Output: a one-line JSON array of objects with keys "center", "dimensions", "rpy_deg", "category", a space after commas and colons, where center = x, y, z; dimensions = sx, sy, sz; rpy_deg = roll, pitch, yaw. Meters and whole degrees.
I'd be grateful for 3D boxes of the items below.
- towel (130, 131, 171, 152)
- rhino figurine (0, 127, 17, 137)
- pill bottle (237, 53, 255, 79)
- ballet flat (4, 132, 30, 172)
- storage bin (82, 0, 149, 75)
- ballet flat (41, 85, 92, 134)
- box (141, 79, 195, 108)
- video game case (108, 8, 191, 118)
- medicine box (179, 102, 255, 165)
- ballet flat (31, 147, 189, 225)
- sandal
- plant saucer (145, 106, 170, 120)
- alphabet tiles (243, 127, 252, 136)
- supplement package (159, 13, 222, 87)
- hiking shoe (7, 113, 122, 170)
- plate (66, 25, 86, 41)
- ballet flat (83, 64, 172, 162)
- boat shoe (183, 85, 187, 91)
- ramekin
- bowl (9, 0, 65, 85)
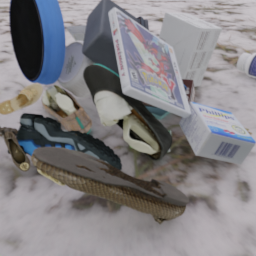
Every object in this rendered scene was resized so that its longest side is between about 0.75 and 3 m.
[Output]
[{"center": [0.618, 0.296, 7.476], "dimensions": [1.049, 0.161, 0.783], "rpy_deg": [6, 41, 8], "category": "towel"}, {"center": [-3.443, 0.099, 7.815], "dimensions": [0.813, 0.243, 0.355], "rpy_deg": [10, 20, 18], "category": "rhino figurine"}, {"center": [5.291, -2.445, 11.187], "dimensions": [0.986, 0.986, 1.648], "rpy_deg": [-26, 41, -35], "category": "pill bottle"}, {"center": [-2.372, 0.519, 5.966], "dimensions": [0.319, 0.948, 0.220], "rpy_deg": [-24, 12, -15], "category": "ballet flat"}, {"center": [-0.480, -2.565, 8.243], "dimensions": [1.539, 1.668, 2.292], "rpy_deg": [28, 46, -31], "category": "storage bin"}, {"center": [-1.976, -0.751, 8.351], "dimensions": [0.961, 0.950, 2.824], "rpy_deg": [-41, 45, -16], "category": "ballet flat"}, {"center": [0.969, -1.046, 8.480], "dimensions": [2.008, 0.752, 1.006], "rpy_deg": [8, -9, 18], "category": "box"}, {"center": [0.553, -1.400, 6.377], "dimensions": [2.255, 0.259, 2.055], "rpy_deg": [15, 57, -46], "category": "video game case"}, {"center": [2.101, 0.106, 6.790], "dimensions": [1.254, 0.709, 1.377], "rpy_deg": [12, 32, -17], "category": "medicine box"}, {"center": [-0.245, 1.045, 4.729], "dimensions": [2.910, 0.675, 0.980], "rpy_deg": [22, 13, -24], "category": "ballet flat"}, {"center": [-2.141, -0.567, 5.757], "dimensions": [1.054, 0.387, 0.347], "rpy_deg": [-36, 30, -28], "category": "sandal"}, {"center": [0.319, -0.844, 9.346], "dimensions": [2.409, 0.229, 0.842], "rpy_deg": [23, 41, 33], "category": "plant saucer"}, {"center": [3.056, 0.094, 8.030], "dimensions": [0.859, 0.027, 0.715], "rpy_deg": [24, 40, 33], "category": "alphabet tiles"}, {"center": [2.021, -2.816, 10.190], "dimensions": [1.218, 2.197, 1.711], "rpy_deg": [-14, 43, -36], "category": "supplement package"}, {"center": [-1.398, 0.605, 6.419], "dimensions": [2.620, 1.136, 0.975], "rpy_deg": [24, 8, 12], "category": "hiking shoe"}, {"center": [-1.320, -3.195, 10.024], "dimensions": [1.448, 0.234, 1.445], "rpy_deg": [1, -10, 9], "category": "plate"}, {"center": [-0.004, -0.249, 6.310], "dimensions": [0.947, 2.786, 0.953], "rpy_deg": [-32, 24, 42], "category": "ballet flat"}, {"center": [1.231, -1.185, 7.582], "dimensions": [0.755, 0.259, 0.318], "rpy_deg": [33, -7, 1], "category": "boat shoe"}, {"center": [-1.504, -1.864, 8.683], "dimensions": [1.768, 1.768, 0.823], "rpy_deg": [33, 8, 41], "category": "ramekin"}, {"center": [-2.679, -2.641, 7.957], "dimensions": [0.564, 2.875, 2.875], "rpy_deg": [-15, 34, -36], "category": "bowl"}]
